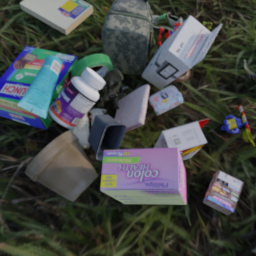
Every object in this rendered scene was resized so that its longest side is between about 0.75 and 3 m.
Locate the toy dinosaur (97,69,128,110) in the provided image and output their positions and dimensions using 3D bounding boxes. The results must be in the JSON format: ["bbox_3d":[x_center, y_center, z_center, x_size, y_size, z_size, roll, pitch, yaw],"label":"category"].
[{"bbox_3d":[-0.584,-1.487,9.924,0.986,2.561,1.310,3,67,4],"label":"toy dinosaur"}]

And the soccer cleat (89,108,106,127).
[{"bbox_3d":[-1.015,0.025,10.176,0.697,0.623,1.798,-7,59,-6],"label":"soccer cleat"}]

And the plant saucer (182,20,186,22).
[{"bbox_3d":[2.347,-4.383,12.667,0.510,0.138,1.457,8,59,38],"label":"plant saucer"}]

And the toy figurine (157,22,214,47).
[{"bbox_3d":[2.383,-4.036,11.636,2.220,1.171,1.330,-1,40,15],"label":"toy figurine"}]

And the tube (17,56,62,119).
[{"bbox_3d":[-2.722,-1.377,9.032,0.883,0.575,2.282,23,52,-17],"label":"tube"}]

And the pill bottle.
[{"bbox_3d":[-1.647,-0.992,9.224,1.916,1.067,1.067,-48,69,12],"label":"pill bottle"}]

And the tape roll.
[{"bbox_3d":[-1.274,-2.039,9.986,1.466,1.466,0.352,-20,74,-10],"label":"tape roll"}]

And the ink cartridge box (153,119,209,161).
[{"bbox_3d":[1.806,0.528,9.148,1.604,1.827,0.766,-16,72,-8],"label":"ink cartridge box"}]

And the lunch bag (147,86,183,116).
[{"bbox_3d":[1.348,-1.007,10.161,1.068,1.259,0.801,-27,105,5],"label":"lunch bag"}]

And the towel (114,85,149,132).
[{"bbox_3d":[0.093,-0.582,9.905,0.266,1.577,1.651,30,54,-30],"label":"towel"}]

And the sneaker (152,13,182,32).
[{"bbox_3d":[1.727,-4.914,12.629,1.811,0.803,0.696,23,62,20],"label":"sneaker"}]

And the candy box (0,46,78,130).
[{"bbox_3d":[-3.468,-1.576,10.535,2.419,1.102,2.861,15,62,18],"label":"candy box"}]

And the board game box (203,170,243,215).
[{"bbox_3d":[3.074,2.092,9.080,0.872,0.529,1.093,27,65,10],"label":"board game box"}]

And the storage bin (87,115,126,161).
[{"bbox_3d":[-0.715,0.221,8.989,0.961,1.320,0.887,-3,35,-39],"label":"storage bin"}]

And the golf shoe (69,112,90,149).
[{"bbox_3d":[-1.729,-0.179,10.008,0.754,0.937,1.927,-4,61,-32],"label":"golf shoe"}]

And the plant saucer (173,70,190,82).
[{"bbox_3d":[2.090,-2.359,11.668,1.022,0.187,1.022,0,62,1],"label":"plant saucer"}]

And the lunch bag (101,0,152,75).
[{"bbox_3d":[0.054,-3.712,11.017,1.821,2.613,2.192,8,63,4],"label":"lunch bag"}]

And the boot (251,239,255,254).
[{"bbox_3d":[5.079,3.490,8.191,2.503,0.916,1.884,-28,66,-20],"label":"boot"}]

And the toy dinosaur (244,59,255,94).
[{"bbox_3d":[5.218,-1.914,11.255,0.941,0.507,2.135,-29,66,-32],"label":"toy dinosaur"}]

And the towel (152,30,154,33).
[{"bbox_3d":[0.726,-4.293,12.750,0.898,0.081,0.387,-33,68,-17],"label":"towel"}]

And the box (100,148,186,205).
[{"bbox_3d":[0.561,1.492,8.134,2.042,2.321,1.122,-4,66,15],"label":"box"}]

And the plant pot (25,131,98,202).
[{"bbox_3d":[-1.932,1.343,8.927,1.685,1.942,1.942,44,69,3],"label":"plant pot"}]

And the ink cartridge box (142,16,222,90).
[{"bbox_3d":[1.784,-2.704,10.012,1.008,2.973,1.724,35,70,-11],"label":"ink cartridge box"}]

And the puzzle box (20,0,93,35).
[{"bbox_3d":[-3.404,-5.706,13.327,2.953,0.375,1.964,34,67,16],"label":"puzzle box"}]

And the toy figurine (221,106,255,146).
[{"bbox_3d":[3.936,0.037,10.292,0.925,0.814,1.544,-18,57,23],"label":"toy figurine"}]
